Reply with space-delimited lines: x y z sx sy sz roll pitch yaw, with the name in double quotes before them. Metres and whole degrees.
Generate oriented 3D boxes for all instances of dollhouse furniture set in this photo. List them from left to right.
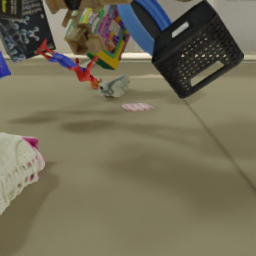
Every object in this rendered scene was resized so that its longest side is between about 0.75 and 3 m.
"dollhouse furniture set" -0.438 -2.418 5.745 1.973 1.745 1.097 14 58 30

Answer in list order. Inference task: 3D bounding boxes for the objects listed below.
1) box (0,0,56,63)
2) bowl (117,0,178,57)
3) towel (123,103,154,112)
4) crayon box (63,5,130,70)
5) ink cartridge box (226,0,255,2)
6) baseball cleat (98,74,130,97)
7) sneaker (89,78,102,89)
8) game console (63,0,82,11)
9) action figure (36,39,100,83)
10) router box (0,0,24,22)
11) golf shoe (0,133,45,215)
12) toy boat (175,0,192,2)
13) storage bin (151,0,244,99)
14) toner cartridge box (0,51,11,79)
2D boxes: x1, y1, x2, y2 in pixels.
"box" -2.390 -2.342 6.269 1.031 1.389 0.744 -26 41 -20
"bowl" 0.745 -3.664 9.825 0.570 2.903 2.903 -30 -1 34
"towel" 0.330 -0.695 9.177 0.889 0.133 0.651 -7 20 -21
"crayon box" -0.866 -3.691 10.039 0.727 2.493 2.151 17 -7 41
"ink cartridge box" 3.457 -3.471 5.983 1.431 0.828 2.462 -48 42 -16
"baseball cleat" -0.581 -1.799 11.530 1.157 0.758 2.174 3 18 8
"sneaker" -1.547 -2.018 12.861 0.515 0.488 1.336 -15 10 9
"game console" -0.261 -2.083 2.749 0.898 1.304 1.513 13 -13 12
"action figure" -0.890 -1.126 4.537 1.022 0.506 0.333 34 -28 -23
"router box" -1.646 -2.633 3.675 0.579 1.864 1.397 2 60 -20
"golf shoe" -1.786 0.600 4.024 1.170 0.963 2.557 -3 19 -19
"toy boat" 0.831 -3.568 5.892 1.583 0.875 1.883 11 57 -18
"storage bin" 1.253 -1.584 5.431 1.308 0.907 1.935 -33 21 24
"toner cartridge box" -3.847 -2.099 7.071 0.924 1.945 0.420 -16 16 11
